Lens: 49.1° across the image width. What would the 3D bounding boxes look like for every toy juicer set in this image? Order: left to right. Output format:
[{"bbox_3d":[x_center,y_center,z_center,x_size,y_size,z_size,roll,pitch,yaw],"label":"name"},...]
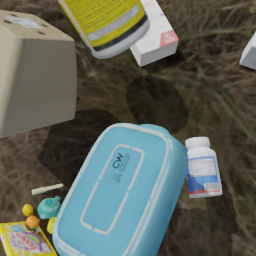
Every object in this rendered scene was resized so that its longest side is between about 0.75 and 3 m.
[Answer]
[{"bbox_3d":[-1.504,1.410,4.955,0.650,0.278,1.022,4,33,-12],"label":"toy juicer set"}]

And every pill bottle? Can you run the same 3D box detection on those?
[{"bbox_3d":[-0.754,-2.955,5.781,1.521,2.705,1.521,-23,33,16],"label":"pill bottle"},{"bbox_3d":[1.544,0.832,5.908,0.676,0.676,1.205,-4,73,-1],"label":"pill bottle"}]

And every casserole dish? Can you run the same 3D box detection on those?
[{"bbox_3d":[-0.134,0.912,4.015,1.554,0.498,2.565,14,63,27],"label":"casserole dish"}]

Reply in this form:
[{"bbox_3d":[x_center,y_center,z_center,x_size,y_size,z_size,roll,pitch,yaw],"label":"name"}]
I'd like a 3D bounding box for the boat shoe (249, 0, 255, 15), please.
[{"bbox_3d":[2.617,-2.299,5.249,0.446,1.236,0.445,-39,88,14],"label":"boat shoe"}]

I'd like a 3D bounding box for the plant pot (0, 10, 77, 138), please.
[{"bbox_3d":[-2.193,-1.248,5.669,1.998,1.769,1.996,36,30,22],"label":"plant pot"}]

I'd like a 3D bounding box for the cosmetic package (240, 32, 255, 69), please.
[{"bbox_3d":[4.039,-2.251,8.430,0.925,0.928,0.571,21,72,7],"label":"cosmetic package"}]

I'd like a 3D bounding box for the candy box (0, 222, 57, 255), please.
[{"bbox_3d":[-1.920,2.128,5.235,0.736,1.440,0.190,4,95,-34],"label":"candy box"}]

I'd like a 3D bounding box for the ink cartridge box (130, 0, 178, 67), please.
[{"bbox_3d":[0.503,-3.203,8.879,1.277,0.740,2.193,-22,73,-8],"label":"ink cartridge box"}]
